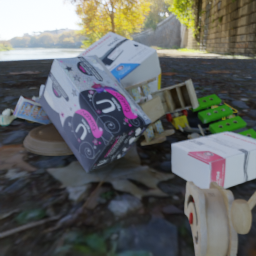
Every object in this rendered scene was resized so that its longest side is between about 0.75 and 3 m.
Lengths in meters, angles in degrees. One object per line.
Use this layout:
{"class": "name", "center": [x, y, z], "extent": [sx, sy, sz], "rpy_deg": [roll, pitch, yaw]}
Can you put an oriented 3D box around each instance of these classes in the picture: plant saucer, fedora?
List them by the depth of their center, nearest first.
{"class": "plant saucer", "center": [-2.341, 0.287, 10.113], "extent": [2.773, 0.409, 2.773], "rpy_deg": [0, 17, 0]}
{"class": "fedora", "center": [2.869, -0.321, 11.055], "extent": [1.845, 0.843, 1.845], "rpy_deg": [-2, 15, 1]}

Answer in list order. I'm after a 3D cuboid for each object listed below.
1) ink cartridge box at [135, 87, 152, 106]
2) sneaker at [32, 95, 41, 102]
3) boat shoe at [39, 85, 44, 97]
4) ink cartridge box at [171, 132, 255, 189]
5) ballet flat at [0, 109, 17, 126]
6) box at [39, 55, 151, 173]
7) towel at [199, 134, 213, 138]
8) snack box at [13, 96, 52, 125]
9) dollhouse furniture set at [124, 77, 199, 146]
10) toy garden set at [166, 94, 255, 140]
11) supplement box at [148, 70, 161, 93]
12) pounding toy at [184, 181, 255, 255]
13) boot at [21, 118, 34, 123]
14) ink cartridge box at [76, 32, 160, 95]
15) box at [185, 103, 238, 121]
{"class": "ink cartridge box", "center": [0.593, -1.048, 10.609], "extent": [0.401, 0.694, 0.951], "rpy_deg": [-16, -29, 40]}
{"class": "sneaker", "center": [-3.979, -1.317, 14.153], "extent": [0.805, 0.873, 1.979], "rpy_deg": [14, 23, 37]}
{"class": "boat shoe", "center": [-4.606, -1.772, 15.915], "extent": [0.825, 0.838, 2.325], "rpy_deg": [4, 27, -17]}
{"class": "ink cartridge box", "center": [2.469, 0.830, 7.551], "extent": [2.141, 0.908, 1.559], "rpy_deg": [-12, 18, -25]}
{"class": "ballet flat", "center": [-5.299, -0.570, 12.457], "extent": [0.574, 0.531, 1.702], "rpy_deg": [-3, 18, -10]}
{"class": "box", "center": [-1.058, -0.488, 8.111], "extent": [1.614, 1.859, 2.814], "rpy_deg": [-22, 66, -44]}
{"class": "towel", "center": [3.046, 0.304, 10.436], "extent": [0.967, 0.148, 1.268], "rpy_deg": [-3, 19, -8]}
{"class": "snack box", "center": [-3.295, -0.552, 10.757], "extent": [0.251, 0.743, 2.067], "rpy_deg": [36, 11, 39]}
{"class": "dollhouse furniture set", "center": [1.241, -0.784, 9.663], "extent": [1.531, 2.019, 2.304], "rpy_deg": [-12, 12, 35]}
{"class": "toy garden set", "center": [2.839, -0.004, 9.993], "extent": [2.247, 0.538, 2.696], "rpy_deg": [-17, 43, -12]}
{"class": "supplement box", "center": [0.921, -1.776, 13.450], "extent": [1.190, 2.186, 1.197], "rpy_deg": [2, 18, 3]}
{"class": "pounding toy", "center": [1.733, 1.666, 5.003], "extent": [1.189, 1.185, 2.073], "rpy_deg": [1, -1, 2]}
{"class": "boot", "center": [-4.188, -0.597, 12.664], "extent": [1.004, 0.468, 1.298], "rpy_deg": [-16, 22, -41]}
{"class": "ink cartridge box", "center": [-0.439, -2.666, 11.746], "extent": [2.087, 1.215, 2.886], "rpy_deg": [-42, 51, -20]}
{"class": "box", "center": [3.818, -0.744, 13.071], "extent": [1.991, 0.491, 1.590], "rpy_deg": [-1, 21, -3]}
